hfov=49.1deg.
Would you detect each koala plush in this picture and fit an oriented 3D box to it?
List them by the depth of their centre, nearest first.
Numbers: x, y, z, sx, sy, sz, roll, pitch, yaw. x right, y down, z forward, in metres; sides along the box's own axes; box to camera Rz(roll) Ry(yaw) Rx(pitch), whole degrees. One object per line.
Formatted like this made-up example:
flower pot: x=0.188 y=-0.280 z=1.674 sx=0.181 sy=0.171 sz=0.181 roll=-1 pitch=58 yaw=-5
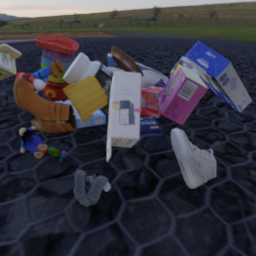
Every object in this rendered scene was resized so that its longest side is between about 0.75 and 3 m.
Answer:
koala plush: x=-1.123 y=1.850 z=8.925 sx=1.017 sy=1.054 sz=1.147 roll=14 pitch=6 yaw=11

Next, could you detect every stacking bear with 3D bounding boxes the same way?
stacking bear: x=-2.980 y=-2.352 z=11.820 sx=1.621 sy=2.670 sz=1.518 roll=14 pitch=30 yaw=0

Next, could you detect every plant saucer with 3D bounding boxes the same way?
plant saucer: x=-0.089 y=-2.081 z=9.150 sx=0.254 sy=1.391 sz=1.391 roll=-49 pitch=36 yaw=-1

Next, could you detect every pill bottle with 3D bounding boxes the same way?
pill bottle: x=-1.060 y=-1.560 z=10.382 sx=2.452 sy=1.427 sz=1.427 roll=34 pitch=16 yaw=-20

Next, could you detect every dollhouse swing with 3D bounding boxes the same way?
dollhouse swing: x=-1.373 y=-1.023 z=9.450 sx=1.116 sy=1.270 sz=1.154 roll=-33 pitch=6 yaw=-4

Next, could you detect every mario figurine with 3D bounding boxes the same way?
mario figurine: x=-2.802 y=-1.468 z=8.977 sx=1.739 sy=0.922 sz=1.074 roll=-19 pitch=-11 yaw=23

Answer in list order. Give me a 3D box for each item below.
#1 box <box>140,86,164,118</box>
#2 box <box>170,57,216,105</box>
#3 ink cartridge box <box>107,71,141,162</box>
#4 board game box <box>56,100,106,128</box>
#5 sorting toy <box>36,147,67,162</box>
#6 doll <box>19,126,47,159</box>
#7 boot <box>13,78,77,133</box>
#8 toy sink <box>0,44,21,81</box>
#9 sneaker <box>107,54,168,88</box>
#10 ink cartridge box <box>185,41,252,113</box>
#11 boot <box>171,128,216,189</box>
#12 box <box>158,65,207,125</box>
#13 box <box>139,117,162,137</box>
box: x=0.643 y=-1.660 z=15.686 sx=2.912 sy=1.452 sz=1.390 roll=13 pitch=28 yaw=25
box: x=3.081 y=-2.210 z=13.085 sx=1.992 sy=1.143 sz=1.316 roll=21 pitch=57 yaw=-13
ink cartridge box: x=-0.147 y=-0.246 z=8.206 sx=0.815 sy=2.420 sz=1.417 roll=5 pitch=-13 yaw=-8
board game box: x=-2.713 y=-0.829 z=14.960 sx=2.237 sy=0.541 sz=2.958 roll=-10 pitch=26 yaw=-20
sorting toy: x=-3.101 y=1.087 z=11.077 sx=1.454 sy=0.504 sz=0.501 roll=8 pitch=49 yaw=22
doll: x=-2.694 y=0.358 z=7.684 sx=1.210 sy=0.826 sz=0.293 roll=37 pitch=9 yaw=37
boot: x=-2.217 y=-0.572 z=7.610 sx=1.374 sy=1.770 sz=0.679 roll=1 pitch=33 yaw=24
toy sink: x=-3.879 y=-1.930 z=8.510 sx=1.126 sy=0.631 sz=0.734 roll=-18 pitch=-16 yaw=17
sneaker: x=0.140 y=-1.973 z=12.029 sx=2.899 sy=1.674 sz=1.171 roll=12 pitch=17 yaw=-32
ink cartridge box: x=2.312 y=-1.184 z=6.967 sx=2.209 sy=0.488 sz=1.038 roll=27 pitch=19 yaw=-51
boot: x=1.771 y=0.693 z=7.395 sx=0.897 sy=1.877 sz=0.690 roll=-24 pitch=28 yaw=-5
box: x=2.060 y=-1.351 z=11.022 sx=0.931 sy=1.693 sz=1.925 roll=27 pitch=24 yaw=-11
box: x=0.961 y=-0.086 z=13.695 sx=1.037 sy=0.277 sz=1.711 roll=-5 pitch=26 yaw=-10
